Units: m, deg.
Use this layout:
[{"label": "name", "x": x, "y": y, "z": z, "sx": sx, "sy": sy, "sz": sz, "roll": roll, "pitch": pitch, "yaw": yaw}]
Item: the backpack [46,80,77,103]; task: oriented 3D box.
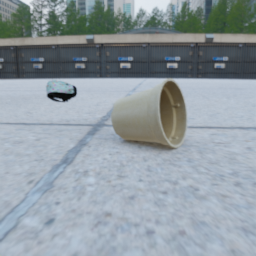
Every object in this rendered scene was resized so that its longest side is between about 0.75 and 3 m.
[{"label": "backpack", "x": -2.180, "y": -1.180, "z": 8.948, "sx": 0.898, "sy": 0.568, "sz": 0.749, "roll": 5, "pitch": -22, "yaw": -38}]

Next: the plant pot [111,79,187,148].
[{"label": "plant pot", "x": 0.537, "y": -0.338, "z": 7.955, "sx": 1.707, "sy": 1.864, "sz": 1.864, "roll": -5, "pitch": 8, "yaw": 33}]
